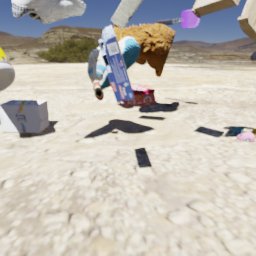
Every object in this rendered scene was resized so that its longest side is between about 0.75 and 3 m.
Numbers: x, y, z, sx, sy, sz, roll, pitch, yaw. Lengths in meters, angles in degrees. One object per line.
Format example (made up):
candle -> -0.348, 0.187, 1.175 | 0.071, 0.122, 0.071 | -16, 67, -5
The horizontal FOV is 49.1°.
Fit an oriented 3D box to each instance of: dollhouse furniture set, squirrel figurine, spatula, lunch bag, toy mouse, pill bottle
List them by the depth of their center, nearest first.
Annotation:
dollhouse furniture set -> 2.590, -2.446, 6.117 | 2.170, 1.125, 0.961 | 29, -10, -33
pill bottle -> -3.843, -1.897, 7.317 | 1.056, 1.056, 1.932 | -18, 66, -48
toy mouse -> 3.577, 0.174, 8.676 | 1.168, 0.254, 1.314 | 2, 16, 7
squirrel figurine -> 0.394, -3.185, 10.235 | 2.358, 1.788, 2.526 | 19, 2, 4
spatula -> 1.826, -4.157, 10.921 | 0.234, 0.643, 2.276 | -11, 17, -34
lunch bag -> 0.278, -1.651, 14.170 | 1.729, 0.804, 1.963 | -12, 19, -21

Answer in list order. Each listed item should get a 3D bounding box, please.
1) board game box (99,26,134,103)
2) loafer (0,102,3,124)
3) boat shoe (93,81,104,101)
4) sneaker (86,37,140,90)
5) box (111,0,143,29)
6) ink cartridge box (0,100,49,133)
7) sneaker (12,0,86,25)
board game box -> -0.250, -1.142, 4.820 | 0.329, 1.066, 1.065 | -18, 31, 1
loafer -> -5.199, -0.520, 10.056 | 2.475, 0.936, 0.845 | 0, 12, -34
boat shoe -> -0.808, -0.967, 7.715 | 0.272, 0.764, 0.239 | -14, 58, -4
sneaker -> -0.560, -1.818, 7.615 | 0.945, 0.998, 2.471 | -27, -1, -30
box -> 0.041, -3.198, 7.305 | 1.222, 0.418, 0.502 | -37, 20, 55
ink cartridge box -> -3.459, -0.416, 9.456 | 1.302, 0.942, 0.959 | 1, 16, 2
sneaker -> -1.657, -2.599, 5.966 | 0.734, 0.773, 1.921 | 26, 21, 24
